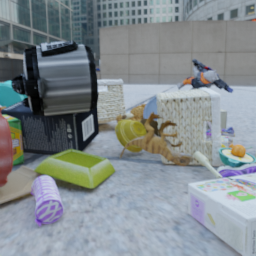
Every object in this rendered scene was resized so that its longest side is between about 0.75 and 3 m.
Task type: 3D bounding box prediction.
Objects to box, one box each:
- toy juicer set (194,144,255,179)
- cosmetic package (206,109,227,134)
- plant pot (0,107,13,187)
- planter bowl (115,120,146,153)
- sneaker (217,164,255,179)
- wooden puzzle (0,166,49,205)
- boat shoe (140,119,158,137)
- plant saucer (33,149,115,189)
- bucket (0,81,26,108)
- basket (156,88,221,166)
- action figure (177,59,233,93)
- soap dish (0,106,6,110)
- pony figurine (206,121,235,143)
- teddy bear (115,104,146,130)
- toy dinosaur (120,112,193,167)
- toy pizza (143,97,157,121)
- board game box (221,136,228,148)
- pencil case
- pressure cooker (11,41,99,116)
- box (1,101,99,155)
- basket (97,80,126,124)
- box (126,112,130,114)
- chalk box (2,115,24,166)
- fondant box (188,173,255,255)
[{"bbox_3d":[2.675,0.679,7.484,2.328,0.633,1.481,-2,21,-33],"label":"toy juicer set"},{"bbox_3d":[2.978,-0.437,12.596,1.527,1.078,2.950,-3,13,-13],"label":"cosmetic package"},{"bbox_3d":[-3.674,0.438,5.111,2.519,2.519,2.449,11,13,43],"label":"plant pot"},{"bbox_3d":[0.210,0.142,8.843,1.187,1.187,0.495,-12,-21,-46],"label":"planter bowl"},{"bbox_3d":[2.746,1.199,6.641,1.238,0.499,0.517,-7,24,10],"label":"sneaker"},{"bbox_3d":[-2.682,1.333,6.273,1.370,0.276,1.481,10,20,39],"label":"wooden puzzle"},{"bbox_3d":[1.232,0.201,10.279,1.815,0.647,0.585,25,-1,17],"label":"boat shoe"},{"bbox_3d":[-1.244,0.919,7.002,1.556,0.373,1.554,13,10,15],"label":"plant saucer"},{"bbox_3d":[-6.446,-1.455,15.188,2.223,2.223,1.447,-1,15,-3],"label":"bucket"},{"bbox_3d":[1.782,-0.082,8.598,1.704,2.099,2.118,-4,12,3],"label":"basket"},{"bbox_3d":[2.637,-1.425,9.640,1.760,0.920,1.702,35,-19,0],"label":"action figure"},{"bbox_3d":[-5.740,-0.207,11.194,0.664,1.287,1.636,48,34,21],"label":"soap dish"},{"bbox_3d":[3.196,0.226,10.214,1.256,1.046,1.213,-1,-21,13],"label":"pony figurine"},{"bbox_3d":[0.445,-0.508,11.738,1.961,0.903,2.705,14,34,44],"label":"teddy bear"},{"bbox_3d":[0.520,0.310,6.810,0.710,1.248,2.351,31,-13,-37],"label":"toy dinosaur"},{"bbox_3d":[1.522,-0.386,11.038,1.950,1.950,0.309,-3,-19,-14],"label":"toy pizza"},{"bbox_3d":[3.050,0.574,9.266,0.472,0.464,0.900,4,13,19],"label":"board game box"},{"bbox_3d":[-1.611,1.363,5.441,0.541,0.531,1.266,-33,20,-13],"label":"pencil case"},{"bbox_3d":[-2.095,-1.317,7.930,2.270,2.027,1.996,-7,-23,-15],"label":"pressure cooker"},{"bbox_3d":[-2.609,-0.153,9.691,2.668,1.428,1.980,3,21,13],"label":"box"},{"bbox_3d":[-1.541,-1.101,12.927,2.211,1.794,2.231,-8,0,-31],"label":"basket"},{"bbox_3d":[0.654,-0.363,13.595,1.688,0.492,2.466,-1,12,5],"label":"box"},{"bbox_3d":[-4.229,0.448,7.804,2.139,1.331,1.324,-11,16,-40],"label":"chalk box"},{"bbox_3d":[2.394,1.360,4.922,2.189,0.638,1.579,-3,8,-19],"label":"fondant box"}]
